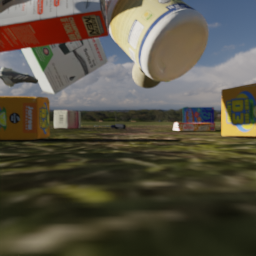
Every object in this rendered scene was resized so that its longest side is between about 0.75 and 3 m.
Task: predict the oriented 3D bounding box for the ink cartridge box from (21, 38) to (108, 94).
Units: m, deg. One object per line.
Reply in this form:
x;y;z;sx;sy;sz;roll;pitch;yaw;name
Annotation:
-2.463;-2.947;11.150;2.809;2.050;1.181;-38;33;-26;ink cartridge box

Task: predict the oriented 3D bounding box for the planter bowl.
0.923;-2.693;12.997;1.497;1.497;1.008;0;-11;3;planter bowl

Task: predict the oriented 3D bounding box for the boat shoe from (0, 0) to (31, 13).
-1.964;-2.220;4.490;0.406;1.436;0.493;37;-36;2;boat shoe

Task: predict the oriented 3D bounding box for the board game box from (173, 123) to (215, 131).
2.247;-0.032;9.683;1.211;0.281;0.918;0;1;-5;board game box

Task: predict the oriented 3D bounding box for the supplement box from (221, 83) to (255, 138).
3.116;-0.316;5.872;2.944;0.979;1.013;0;0;-43;supplement box

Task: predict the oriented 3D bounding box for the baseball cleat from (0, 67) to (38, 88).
-3.794;-1.633;9.687;1.260;0.671;0.439;17;-17;-19;baseball cleat

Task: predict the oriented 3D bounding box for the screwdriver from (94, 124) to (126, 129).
-0.952;-0.057;13.473;1.822;0.254;0.265;-1;32;25;screwdriver

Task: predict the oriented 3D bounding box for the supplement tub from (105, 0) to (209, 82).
0.576;-2.556;7.084;1.822;1.822;2.524;-1;43;-41;supplement tub

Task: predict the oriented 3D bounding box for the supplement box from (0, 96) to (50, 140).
-2.452;-0.169;4.611;2.176;0.724;0.748;-1;1;-2;supplement box

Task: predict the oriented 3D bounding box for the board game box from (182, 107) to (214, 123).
2.723;-0.355;10.934;1.182;0.899;0.266;-1;1;5;board game box

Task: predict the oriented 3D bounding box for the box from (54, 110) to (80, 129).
-3.063;-0.414;14.209;0.773;0.907;1.419;0;1;17;box

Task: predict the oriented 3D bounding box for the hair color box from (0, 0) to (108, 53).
-1.666;-2.348;5.437;2.423;1.344;0.775;-7;-21;5;hair color box
